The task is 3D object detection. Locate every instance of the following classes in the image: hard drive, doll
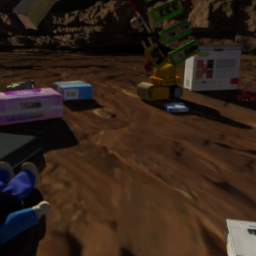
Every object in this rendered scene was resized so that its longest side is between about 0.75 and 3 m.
[{"bbox_3d":[-3.243,0.659,6.118,1.656,0.390,2.373,5,19,13],"label":"hard drive"},{"bbox_3d":[-1.956,1.215,4.165,1.596,0.567,2.339,2,18,-3],"label":"doll"}]

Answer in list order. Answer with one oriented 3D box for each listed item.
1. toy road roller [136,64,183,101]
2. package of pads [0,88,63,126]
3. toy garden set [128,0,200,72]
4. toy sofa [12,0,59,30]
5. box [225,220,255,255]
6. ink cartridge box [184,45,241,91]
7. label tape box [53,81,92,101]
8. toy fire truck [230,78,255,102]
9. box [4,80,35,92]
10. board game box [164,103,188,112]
[{"bbox_3d":[1.447,-2.104,12.714,2.063,1.506,1.268,-11,21,-30],"label":"toy road roller"},{"bbox_3d":[-3.593,-0.753,9.557,2.422,0.916,1.459,-11,24,-30],"label":"package of pads"},{"bbox_3d":[1.126,-3.352,9.175,2.312,2.773,0.553,-32,14,-23],"label":"toy garden set"},{"bbox_3d":[-3.192,-4.245,9.742,0.774,1.586,0.657,20,-19,22],"label":"toy sofa"},{"bbox_3d":[1.562,1.590,3.445,0.592,0.305,1.015,4,19,12],"label":"box"},{"bbox_3d":[4.444,-3.217,14.797,2.630,2.309,1.103,-3,19,-12],"label":"ink cartridge box"},{"bbox_3d":[-2.639,-1.789,13.212,1.372,0.633,1.914,-8,18,-25],"label":"label tape box"},{"bbox_3d":[5.168,-1.667,12.236,1.398,0.986,0.341,3,19,11],"label":"toy fire truck"},{"bbox_3d":[-4.403,-1.421,11.612,1.004,0.840,1.352,-9,18,-9],"label":"box"},{"bbox_3d":[1.857,-0.794,10.889,0.775,0.169,0.778,-1,18,-7],"label":"board game box"}]
